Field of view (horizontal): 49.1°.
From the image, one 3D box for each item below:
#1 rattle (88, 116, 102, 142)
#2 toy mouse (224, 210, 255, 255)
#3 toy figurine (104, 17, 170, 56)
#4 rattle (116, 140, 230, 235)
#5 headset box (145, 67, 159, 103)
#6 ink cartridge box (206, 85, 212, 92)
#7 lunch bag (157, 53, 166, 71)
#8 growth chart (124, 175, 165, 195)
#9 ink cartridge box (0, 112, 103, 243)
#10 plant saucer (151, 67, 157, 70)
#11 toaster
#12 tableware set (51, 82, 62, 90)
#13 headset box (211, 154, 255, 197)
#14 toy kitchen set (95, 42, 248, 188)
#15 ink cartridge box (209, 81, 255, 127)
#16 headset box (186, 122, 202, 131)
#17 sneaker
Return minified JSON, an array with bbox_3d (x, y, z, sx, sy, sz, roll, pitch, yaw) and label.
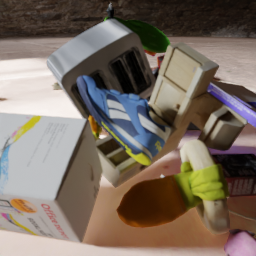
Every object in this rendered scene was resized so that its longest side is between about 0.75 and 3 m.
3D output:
[{"bbox_3d":[-0.387,-0.010,7.293,1.343,0.959,0.874,15,50,-8],"label":"rattle"},{"bbox_3d":[2.123,1.627,4.102,2.236,0.433,1.987,-8,25,-18],"label":"toy mouse"},{"bbox_3d":[-0.056,-2.839,11.392,2.710,2.494,2.034,13,45,-19],"label":"toy figurine"},{"bbox_3d":[0.774,0.987,5.007,1.654,1.507,2.315,-30,16,4],"label":"rattle"},{"bbox_3d":[0.660,-1.489,10.406,1.245,0.646,1.673,-26,20,32],"label":"headset box"},{"bbox_3d":[1.665,-0.953,8.192,1.106,0.242,1.116,-13,-4,-22],"label":"ink cartridge box"},{"bbox_3d":[1.441,-1.690,8.814,0.538,1.313,1.157,-24,25,-11],"label":"lunch bag"},{"bbox_3d":[0.371,1.179,5.270,0.956,0.085,0.691,-24,15,-14],"label":"growth chart"},{"bbox_3d":[-1.556,0.742,4.386,1.937,1.426,1.401,4,48,12],"label":"ink cartridge box"},{"bbox_3d":[1.794,-3.038,15.087,2.619,0.423,2.619,-10,16,3],"label":"plant saucer"},{"bbox_3d":[-0.710,-1.575,8.130,2.491,2.755,1.635,-34,41,-7],"label":"toaster"},{"bbox_3d":[-2.886,-2.004,13.379,1.451,0.202,1.737,-6,23,-17],"label":"tableware set"},{"bbox_3d":[2.194,0.939,5.720,1.246,0.481,0.927,-1,23,-10],"label":"headset box"},{"bbox_3d":[0.798,0.026,5.552,2.188,2.425,1.978,-26,57,-38],"label":"toy kitchen set"},{"bbox_3d":[3.447,-0.542,7.826,2.436,0.529,2.413,0,36,-44],"label":"ink cartridge box"},{"bbox_3d":[1.961,-0.716,9.349,1.633,0.847,2.194,4,22,7],"label":"headset box"},{"bbox_3d":[-0.122,-0.308,5.664,0.938,0.843,2.280,-43,79,-12],"label":"sneaker"}]
